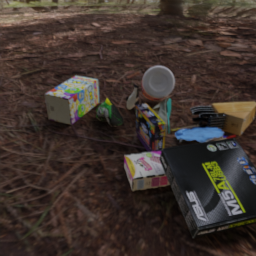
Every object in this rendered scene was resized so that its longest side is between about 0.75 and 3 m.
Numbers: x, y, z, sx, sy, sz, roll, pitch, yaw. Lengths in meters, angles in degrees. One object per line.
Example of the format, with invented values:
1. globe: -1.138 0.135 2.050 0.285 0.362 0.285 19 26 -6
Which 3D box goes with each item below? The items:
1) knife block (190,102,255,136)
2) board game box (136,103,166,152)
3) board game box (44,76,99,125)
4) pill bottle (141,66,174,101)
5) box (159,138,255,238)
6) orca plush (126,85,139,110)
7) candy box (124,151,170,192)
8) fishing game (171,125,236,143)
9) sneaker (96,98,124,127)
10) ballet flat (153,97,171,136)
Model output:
1. knife block: 3.699 -0.551 11.103 2.067 0.753 2.354 23 39 32
2. board game box: 0.722 0.066 9.556 0.439 1.280 1.549 -11 32 -17
3. board game box: -2.281 -1.234 11.844 1.160 1.181 2.252 12 33 20
4. pill bottle: 1.216 -1.858 12.164 1.304 1.304 2.309 1 2 1
5. box: 2.299 1.414 7.327 2.332 0.574 2.414 -5 46 -15
6. orca plush: 0.220 -1.351 12.260 0.581 1.105 0.393 8 15 10
7. candy box: 0.799 1.218 8.368 1.673 0.510 1.141 -7 32 -11
8. fishing game: 2.475 0.289 9.812 1.681 0.365 2.348 -12 14 -20
9. sneaker: -0.769 -0.464 11.037 0.858 0.786 2.015 -40 24 3
10. ballet flat: 1.270 -0.529 11.007 0.782 0.827 2.454 0 32 11
